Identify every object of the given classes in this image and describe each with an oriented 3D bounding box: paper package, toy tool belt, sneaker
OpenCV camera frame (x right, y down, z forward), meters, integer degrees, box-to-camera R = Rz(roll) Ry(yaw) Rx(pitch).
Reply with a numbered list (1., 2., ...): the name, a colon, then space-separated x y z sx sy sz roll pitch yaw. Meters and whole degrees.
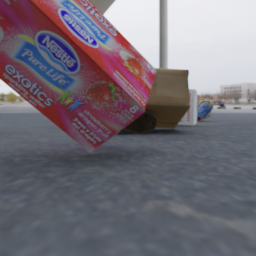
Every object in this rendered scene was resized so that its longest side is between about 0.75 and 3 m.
1. paper package: 0.551 -0.889 8.906 2.384 1.233 2.272 2 -18 -4
2. toy tool belt: 4.118 -0.871 15.280 0.880 1.409 0.866 27 32 0
3. sneaker: -0.166 -0.213 8.226 1.979 0.697 0.748 -1 9 -12

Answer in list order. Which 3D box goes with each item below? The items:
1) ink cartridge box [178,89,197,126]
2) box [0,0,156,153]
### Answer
1. ink cartridge box: 1.858 -0.899 12.141 2.128 1.540 0.897 2 5 19
2. box: -1.032 -1.183 4.367 1.364 2.857 1.424 -36 21 32
